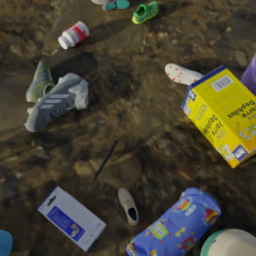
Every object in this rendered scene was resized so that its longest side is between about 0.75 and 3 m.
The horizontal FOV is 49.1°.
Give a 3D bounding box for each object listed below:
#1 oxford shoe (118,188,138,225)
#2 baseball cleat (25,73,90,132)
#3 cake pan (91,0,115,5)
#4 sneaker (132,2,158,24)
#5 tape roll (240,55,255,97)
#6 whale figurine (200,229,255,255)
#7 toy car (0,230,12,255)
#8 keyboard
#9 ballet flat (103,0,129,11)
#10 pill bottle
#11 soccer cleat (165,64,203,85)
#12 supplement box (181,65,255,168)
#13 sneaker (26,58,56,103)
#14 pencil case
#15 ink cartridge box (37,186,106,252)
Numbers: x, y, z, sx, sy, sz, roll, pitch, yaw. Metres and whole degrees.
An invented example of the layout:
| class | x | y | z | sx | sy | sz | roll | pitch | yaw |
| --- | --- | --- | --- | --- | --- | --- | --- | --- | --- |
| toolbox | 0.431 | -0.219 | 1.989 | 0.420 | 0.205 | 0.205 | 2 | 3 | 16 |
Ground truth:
| class | x | y | z | sx | sy | sz | roll | pitch | yaw |
| --- | --- | --- | --- | --- | --- | --- | --- | --- | --- |
| oxford shoe | 0.034 | 2.299 | 8.381 | 0.416 | 0.433 | 1.174 | -22 | 67 | -16 |
| baseball cleat | -2.289 | -0.791 | 9.661 | 1.418 | 0.929 | 2.665 | 27 | 68 | 13 |
| cake pan | -1.091 | -6.024 | 12.533 | 1.501 | 0.275 | 1.501 | -2 | 57 | 2 |
| sneaker | 0.785 | -4.979 | 11.916 | 0.533 | 0.601 | 1.439 | 40 | 69 | 19 |
| tape roll | 5.600 | -1.514 | 9.843 | 2.941 | 1.249 | 2.941 | 0 | 63 | 0 |
| whale figurine | 2.971 | 3.856 | 7.358 | 2.558 | 1.327 | 2.035 | 48 | 67 | -5 |
| toy car | -5.075 | 3.358 | 7.192 | 2.754 | 2.539 | 2.436 | -4 | 60 | 30 |
| keyboard | -0.682 | 0.938 | 8.784 | 0.134 | 0.824 | 1.297 | 31 | 92 | 4 |
| ballet flat | -0.552 | -5.415 | 12.293 | 1.189 | 0.411 | 0.423 | -15 | 38 | -7 |
| pill bottle | -2.196 | -3.693 | 11.258 | 1.146 | 0.643 | 0.643 | -42 | 71 | -18 |
| soccer cleat | 2.176 | -1.927 | 10.463 | 1.692 | 0.586 | 0.656 | 31 | 40 | 24 |
| supplement box | 3.249 | -0.365 | 9.119 | 1.513 | 1.503 | 2.762 | -31 | 68 | -14 |
| sneaker | -3.036 | -1.684 | 10.317 | 0.836 | 0.624 | 1.862 | 13 | 66 | 0 |
| pencil case | 1.241 | 2.834 | 7.748 | 2.849 | 1.112 | 1.238 | -38 | 42 | -16 |
| ink cartridge box | -1.663 | 2.656 | 8.278 | 1.922 | 0.356 | 0.910 | 35 | 69 | 13 |
